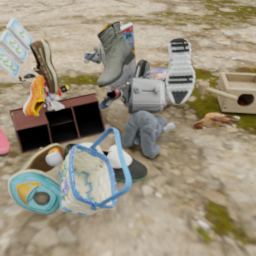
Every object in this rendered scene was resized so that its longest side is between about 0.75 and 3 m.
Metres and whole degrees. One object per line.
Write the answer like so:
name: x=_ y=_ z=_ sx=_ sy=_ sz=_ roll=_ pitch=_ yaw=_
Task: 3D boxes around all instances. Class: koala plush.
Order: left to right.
koala plush: x=-1.625 y=-3.167 z=12.559 sx=0.792 sy=0.727 sz=0.702 roll=0 pitch=76 yaw=10
koala plush: x=0.748 y=-0.007 z=8.995 sx=1.319 sy=1.367 sz=1.488 roll=23 pitch=28 yaw=32

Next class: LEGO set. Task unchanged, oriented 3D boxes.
LEGO set: x=-2.775 y=-1.879 z=8.933 sx=0.710 sy=2.893 sz=2.161 roll=-20 pitch=43 yaw=19

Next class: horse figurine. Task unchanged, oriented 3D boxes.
horse figurine: x=2.484 y=-0.156 z=7.946 sx=1.029 sy=0.387 sz=1.552 roll=8 pitch=-6 yaw=4

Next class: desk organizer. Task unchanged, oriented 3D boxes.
desk organizer: x=-2.271 y=-0.198 z=9.360 sx=2.911 sy=1.044 sz=1.121 roll=-15 pitch=40 yaw=-20

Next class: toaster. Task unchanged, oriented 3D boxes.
toaster: x=0.551 y=-0.955 z=9.049 sx=1.126 sy=1.743 sz=0.991 roll=1 pitch=79 yaw=-1

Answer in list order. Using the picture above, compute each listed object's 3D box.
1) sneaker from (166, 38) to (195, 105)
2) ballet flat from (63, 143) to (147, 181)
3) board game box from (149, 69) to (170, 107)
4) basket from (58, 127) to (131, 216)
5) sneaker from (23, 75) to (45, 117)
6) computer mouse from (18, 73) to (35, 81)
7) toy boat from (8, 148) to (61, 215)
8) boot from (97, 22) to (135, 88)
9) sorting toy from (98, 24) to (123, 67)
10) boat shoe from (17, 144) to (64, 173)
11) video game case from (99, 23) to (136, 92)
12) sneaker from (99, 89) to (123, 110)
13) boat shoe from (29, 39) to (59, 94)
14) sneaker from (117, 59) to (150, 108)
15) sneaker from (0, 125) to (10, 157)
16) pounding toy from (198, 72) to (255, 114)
sneaker: x=1.807 y=-1.881 z=9.904 sx=0.978 sy=1.054 sz=2.602 roll=5 pitch=64 yaw=5
ballet flat: x=-0.696 y=0.906 z=7.909 sx=2.526 sy=0.864 sz=0.859 roll=6 pitch=36 yaw=9
board game box: x=1.175 y=-1.561 z=10.942 sx=1.126 sy=0.684 sz=1.413 roll=7 pitch=54 yaw=41
basket: x=-0.702 y=1.024 z=5.965 sx=1.220 sy=1.755 sz=1.547 roll=31 pitch=30 yaw=-39
sneaker: x=-2.408 y=-0.842 z=7.518 sx=0.471 sy=0.446 sz=1.221 roll=3 pitch=72 yaw=14
computer mouse: x=-4.782 y=-2.413 z=13.247 sx=0.796 sy=0.183 sz=0.559 roll=-12 pitch=36 yaw=-16
toy boat: x=-1.897 y=1.160 z=6.159 sx=1.292 sy=1.537 sz=0.714 roll=25 pitch=3 yaw=-14
boot: x=-0.598 y=-2.208 z=8.322 sx=0.683 sy=1.317 sz=2.017 roll=-4 pitch=41 yaw=36
sorting toy: x=-0.536 y=-2.736 z=9.781 sx=0.337 sy=2.472 sz=1.392 roll=32 pitch=74 yaw=23
boat shoe: x=-2.195 y=0.883 z=6.699 sx=1.497 sy=0.549 sz=0.469 roll=-40 pitch=31 yaw=-7
video game case: x=-0.274 y=-2.343 z=9.539 sx=0.174 sy=1.994 sz=1.425 roll=29 pitch=51 yaw=34
sneaker: x=-0.653 y=-0.934 z=9.018 sx=0.413 sy=0.978 sz=0.366 roll=15 pitch=43 yaw=-55
boat shoe: x=-2.526 y=-1.741 z=8.267 sx=0.599 sy=1.620 sz=0.598 roll=-21 pitch=22 yaw=-29
sneaker: x=0.071 y=-1.578 z=10.258 sx=1.210 sy=2.096 sz=0.786 roll=25 pitch=37 yaw=28
sneaker: x=-3.388 y=-0.278 z=6.434 sx=2.200 sy=0.954 sz=0.811 roll=48 pitch=28 yaw=20
pounding toy: x=3.844 y=-1.174 z=10.649 sx=2.453 sy=1.122 sz=2.155 roll=4 pitch=35 yaw=5
